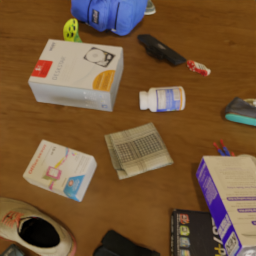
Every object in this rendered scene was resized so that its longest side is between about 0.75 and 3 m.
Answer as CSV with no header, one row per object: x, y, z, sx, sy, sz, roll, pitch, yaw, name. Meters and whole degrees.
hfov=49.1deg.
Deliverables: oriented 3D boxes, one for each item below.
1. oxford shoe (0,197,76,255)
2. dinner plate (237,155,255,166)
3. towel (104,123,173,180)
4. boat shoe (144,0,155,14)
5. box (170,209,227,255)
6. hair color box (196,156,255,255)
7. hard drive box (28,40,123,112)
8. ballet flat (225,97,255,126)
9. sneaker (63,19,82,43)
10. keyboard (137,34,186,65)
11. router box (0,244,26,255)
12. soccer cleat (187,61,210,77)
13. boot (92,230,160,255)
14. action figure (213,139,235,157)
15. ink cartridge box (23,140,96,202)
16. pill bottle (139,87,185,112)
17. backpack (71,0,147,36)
-2.670,2.318,7.004,2.978,1.114,1.049,17,56,15,oxford shoe
3.666,1.148,8.461,0.931,0.113,0.931,2,44,-2,dinner plate
0.270,0.653,8.795,1.783,0.308,1.716,-16,55,-11,towel
0.498,-6.499,13.926,0.914,0.776,2.510,-25,57,-18,boat shoe
2.026,3.287,6.602,2.017,0.614,2.502,7,53,1,box
2.766,1.866,6.831,1.418,0.841,2.594,2,37,-9,hair color box
-1.761,-1.925,10.150,2.833,1.088,2.208,7,58,7,hard drive box
4.577,-0.355,9.072,2.732,0.998,0.998,21,56,16,ballet flat
-2.216,-3.559,11.294,0.584,1.576,0.659,11,25,14,sneaker
1.234,-3.226,11.795,1.235,0.470,2.372,-18,50,-42,keyboard
-2.837,3.669,6.392,1.160,0.481,1.548,33,59,22,router box
2.793,-2.394,11.121,0.982,0.337,0.418,36,52,20,soccer cleat
-0.208,3.424,6.478,1.465,0.666,1.743,15,64,21,boot
2.967,0.806,8.483,0.368,0.559,1.128,-28,54,8,action figure
-1.928,1.211,8.018,1.668,0.706,1.206,16,65,13,ink cartridge box
1.151,-0.982,9.714,1.474,0.826,0.826,-4,53,-1,pill bottle
-0.838,-5.393,12.153,2.992,2.431,2.510,29,63,7,backpack
